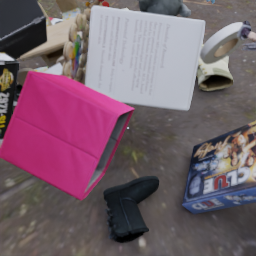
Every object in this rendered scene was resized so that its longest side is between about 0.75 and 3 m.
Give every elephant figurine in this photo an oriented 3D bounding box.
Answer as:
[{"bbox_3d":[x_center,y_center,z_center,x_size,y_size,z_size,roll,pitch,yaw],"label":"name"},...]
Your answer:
[{"bbox_3d":[0.461,-3.579,6.827,1.503,1.938,1.371,-18,44,17],"label":"elephant figurine"}]

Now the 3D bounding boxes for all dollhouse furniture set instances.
[{"bbox_3d":[-2.620,-2.211,6.926,2.953,1.922,2.713,-15,57,9],"label":"dollhouse furniture set"}]

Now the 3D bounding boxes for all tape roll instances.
[{"bbox_3d":[2.658,-2.316,7.812,1.426,1.426,0.261,-23,72,-19],"label":"tape roll"}]

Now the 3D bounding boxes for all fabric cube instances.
[{"bbox_3d":[-0.729,0.040,3.659,1.146,1.150,1.128,25,11,5],"label":"fabric cube"}]

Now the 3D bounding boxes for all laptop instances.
[{"bbox_3d":[-2.530,-2.025,5.350,1.626,1.737,1.007,-35,92,-16],"label":"laptop"}]

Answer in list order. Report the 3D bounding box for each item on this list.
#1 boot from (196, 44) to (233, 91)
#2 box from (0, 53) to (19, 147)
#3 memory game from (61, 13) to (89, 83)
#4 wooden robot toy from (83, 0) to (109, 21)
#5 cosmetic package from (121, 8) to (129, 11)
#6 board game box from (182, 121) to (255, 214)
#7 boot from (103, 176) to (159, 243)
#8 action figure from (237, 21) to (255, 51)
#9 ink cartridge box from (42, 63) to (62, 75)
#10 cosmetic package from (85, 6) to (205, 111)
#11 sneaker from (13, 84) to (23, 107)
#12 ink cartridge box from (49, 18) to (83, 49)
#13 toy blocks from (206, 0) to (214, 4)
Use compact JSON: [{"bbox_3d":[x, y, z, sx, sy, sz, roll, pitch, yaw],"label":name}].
[{"bbox_3d":[2.354,-2.135,9.715,2.373,0.855,1.835,4,50,3],"label":"boot"},{"bbox_3d":[-2.940,-0.254,4.993,0.525,2.129,1.700,29,26,24],"label":"box"},{"bbox_3d":[-0.972,-1.351,5.333,0.102,1.598,1.598,12,49,1],"label":"memory game"},{"bbox_3d":[-0.984,-3.268,7.636,0.682,0.663,1.504,-43,101,-14],"label":"wooden robot toy"},{"bbox_3d":[-0.020,-3.834,11.230,1.222,0.825,2.322,-20,51,-17],"label":"cosmetic package"},{"bbox_3d":[2.466,0.768,6.077,0.462,2.668,1.807,40,47,-19],"label":"board game box"},{"bbox_3d":[0.162,1.816,6.322,1.468,0.543,1.203,-16,47,-5],"label":"boot"},{"bbox_3d":[2.786,-2.252,5.433,1.270,1.952,0.677,-5,4,15],"label":"action figure"},{"bbox_3d":[-1.418,-0.902,5.812,0.478,0.830,0.282,-28,64,-2],"label":"ink cartridge box"},{"bbox_3d":[0.258,-1.389,5.813,2.013,1.674,1.684,6,13,-2],"label":"cosmetic package"},{"bbox_3d":[-2.874,-1.298,8.932,1.858,0.841,0.617,-19,52,-17],"label":"sneaker"},{"bbox_3d":[-2.709,-3.640,11.102,1.835,0.760,1.338,13,49,11],"label":"ink cartridge box"},{"bbox_3d":[2.476,-3.949,7.517,1.300,1.559,0.566,23,81,30],"label":"toy blocks"}]
